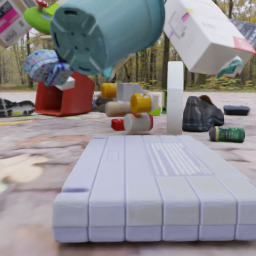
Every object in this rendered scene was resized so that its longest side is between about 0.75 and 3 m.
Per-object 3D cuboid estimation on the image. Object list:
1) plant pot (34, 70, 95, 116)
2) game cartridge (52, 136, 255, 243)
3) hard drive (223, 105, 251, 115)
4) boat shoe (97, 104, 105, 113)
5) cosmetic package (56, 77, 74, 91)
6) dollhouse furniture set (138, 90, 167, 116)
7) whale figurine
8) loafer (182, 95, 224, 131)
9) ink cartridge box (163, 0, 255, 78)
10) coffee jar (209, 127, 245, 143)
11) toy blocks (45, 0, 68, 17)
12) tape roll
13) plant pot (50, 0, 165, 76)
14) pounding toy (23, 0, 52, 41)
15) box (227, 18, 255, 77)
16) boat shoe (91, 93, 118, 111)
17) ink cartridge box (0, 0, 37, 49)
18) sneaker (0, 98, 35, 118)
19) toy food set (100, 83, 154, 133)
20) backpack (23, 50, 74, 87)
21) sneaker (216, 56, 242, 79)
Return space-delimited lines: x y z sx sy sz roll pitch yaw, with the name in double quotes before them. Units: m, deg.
"plant pot" -2.641 -1.514 12.231 2.070 2.069 1.825 8 1 43
"game cartridge" 0.286 0.546 3.533 1.809 0.536 2.791 4 9 -1
"hard drive" 4.753 -0.788 12.315 1.100 0.345 1.631 3 9 17
"boat shoe" -0.921 -0.858 12.860 1.146 0.412 0.390 -2 -25 43
"cosmetic package" -2.603 -1.825 10.360 0.553 0.339 1.339 -21 43 -41
"dollhouse furniture set" 0.572 -1.085 12.015 2.663 1.028 1.331 -2 9 -14
"whale figurine" -0.329 -1.877 6.639 0.746 1.438 1.144 24 12 -35
"loafer" 2.425 -0.538 8.677 0.984 0.977 2.703 3 9 27
"ink cartridge box" 2.039 -2.868 8.092 1.728 1.001 2.967 1 52 -30
"coffee jar" 2.248 0.149 6.427 0.762 0.325 0.397 2 9 12
"toy blocks" -0.506 -2.849 7.173 2.677 1.830 1.338 -44 54 -15
"tape roll" 1.069 -0.618 6.484 0.336 1.841 1.841 2 9 8
"plant pot" -0.359 -1.580 4.327 1.405 1.405 1.376 7 40 36
"pounding toy" -2.211 -3.102 7.876 1.129 0.679 1.463 -10 55 -48
"box" 3.264 -2.655 9.053 1.477 1.865 0.451 26 -18 30
"boat shoe" -1.669 -1.176 13.549 2.459 0.888 0.890 -6 10 28
"ink cartridge box" -3.891 -3.723 9.161 1.831 1.508 0.688 -24 25 30
"sneaker" -4.866 -0.742 11.318 2.092 0.806 0.888 2 -6 -40
"toy food set" 0.228 -0.610 8.003 1.256 1.333 2.792 -4 11 -24
"backpack" -2.233 -1.653 7.766 1.058 0.780 1.159 -39 -16 36
"sneaker" 2.579 -1.499 7.214 0.302 0.310 0.778 -32 -8 -42
